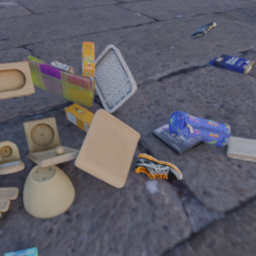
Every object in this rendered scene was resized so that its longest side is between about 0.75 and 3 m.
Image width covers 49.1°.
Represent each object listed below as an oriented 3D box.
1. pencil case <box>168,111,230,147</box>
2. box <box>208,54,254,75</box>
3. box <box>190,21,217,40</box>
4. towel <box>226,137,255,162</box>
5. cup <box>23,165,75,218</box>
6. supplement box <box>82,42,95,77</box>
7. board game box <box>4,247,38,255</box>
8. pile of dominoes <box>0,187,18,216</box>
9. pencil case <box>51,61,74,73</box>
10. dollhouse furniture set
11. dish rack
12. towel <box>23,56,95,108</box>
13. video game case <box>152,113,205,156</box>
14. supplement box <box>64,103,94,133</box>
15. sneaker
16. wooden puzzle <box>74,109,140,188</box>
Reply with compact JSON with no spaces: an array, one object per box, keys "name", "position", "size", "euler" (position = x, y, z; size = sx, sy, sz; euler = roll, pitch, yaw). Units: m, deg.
[{"name":"pencil case","position":[2.252,0.057,8.770],"size":[2.057,0.803,0.893],"euler":[13,3,-23]},{"name":"box","position":[5.404,-3.421,14.762],"size":[2.055,0.333,1.245],"euler":[22,42,28]},{"name":"box","position":[2.982,-3.852,11.105],"size":[0.880,0.224,0.694],"euler":[-41,20,-25]},{"name":"towel","position":[4.028,0.715,9.297],"size":[1.470,0.253,0.974],"euler":[9,36,12]},{"name":"cup","position":[-2.199,1.544,7.559],"size":[1.388,0.993,1.388],"euler":[0,36,0]},{"name":"supplement box","position":[-1.411,-2.429,9.920],"size":[0.420,0.434,1.262],"euler":[2,66,-15]},{"name":"board game box","position":[-2.347,3.136,6.068],"size":[0.702,0.218,0.930],"euler":[-8,37,-10]},{"name":"pile of dominoes","position":[-4.387,2.493,6.992],"size":[2.284,0.467,2.931],"euler":[12,47,15]},{"name":"pencil case","position":[-3.288,-2.971,13.976],"size":[1.222,0.475,0.547],"euler":[25,0,28]},{"name":"dollhouse furniture set","position":[-3.154,-0.387,7.579],"size":[2.793,2.937,2.393],"euler":[-14,7,-26]},{"name":"dish rack","position":[-0.558,-1.862,10.785],"size":[0.470,1.854,2.161],"euler":[-13,71,-46]},{"name":"towel","position":[-2.507,-1.683,10.598],"size":[2.672,1.919,0.304],"euler":[20,65,2]},{"name":"video game case","position":[2.085,0.175,10.067],"size":[2.020,0.192,1.443],"euler":[-24,43,-27]},{"name":"supplement box","position":[-1.649,-0.318,10.407],"size":[0.546,0.565,1.641],"euler":[-34,50,-31]},{"name":"sneaker","position":[0.879,1.288,8.353],"size":[1.468,0.574,0.567],"euler":[17,58,23]},{"name":"wooden puzzle","position":[-0.523,0.572,7.605],"size":[0.313,1.557,1.683],"euler":[-14,49,53]}]
